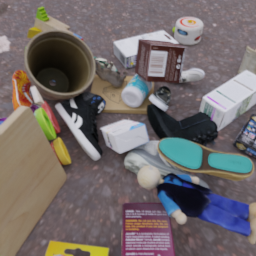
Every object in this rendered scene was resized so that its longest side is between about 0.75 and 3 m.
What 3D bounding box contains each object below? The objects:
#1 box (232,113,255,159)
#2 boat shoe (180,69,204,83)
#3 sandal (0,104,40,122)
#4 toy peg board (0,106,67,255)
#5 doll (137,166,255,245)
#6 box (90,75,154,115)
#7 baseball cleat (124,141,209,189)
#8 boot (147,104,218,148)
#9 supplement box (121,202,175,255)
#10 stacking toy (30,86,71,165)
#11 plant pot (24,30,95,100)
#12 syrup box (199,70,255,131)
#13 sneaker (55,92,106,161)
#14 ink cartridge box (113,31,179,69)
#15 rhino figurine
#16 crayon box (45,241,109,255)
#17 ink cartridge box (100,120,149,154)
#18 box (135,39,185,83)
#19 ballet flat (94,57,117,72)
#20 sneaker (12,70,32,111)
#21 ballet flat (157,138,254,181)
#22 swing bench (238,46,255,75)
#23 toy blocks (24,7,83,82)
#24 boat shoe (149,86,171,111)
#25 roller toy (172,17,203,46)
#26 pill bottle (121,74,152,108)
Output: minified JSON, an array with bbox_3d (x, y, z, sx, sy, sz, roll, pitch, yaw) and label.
[{"bbox_3d":[4.501,0.426,9.225,1.603,0.398,1.591,32,52,18],"label":"box"},{"bbox_3d":[2.295,-2.033,11.308,1.504,0.533,0.525,5,43,30],"label":"boat shoe"},{"bbox_3d":[-4.083,0.034,9.448,1.185,0.716,2.913,17,49,15],"label":"sandal"},{"bbox_3d":[-3.255,1.344,6.955,1.391,2.832,2.844,9,47,24],"label":"toy peg board"},{"bbox_3d":[1.547,1.624,6.553,2.840,0.688,1.938,20,24,11],"label":"doll"},{"bbox_3d":[-0.229,-1.343,11.044,2.490,0.265,2.035,3,47,2],"label":"box"},{"bbox_3d":[1.234,1.096,8.342,2.648,0.923,1.409,21,51,17],"label":"baseball cleat"},{"bbox_3d":[1.855,-0.155,9.587,1.809,0.817,2.207,-18,53,-16],"label":"boot"},{"bbox_3d":[0.402,3.116,6.062,1.112,1.432,2.595,1,45,-2],"label":"supplement box"},{"bbox_3d":[-2.751,0.069,8.632,0.955,2.047,2.262,-25,52,-6],"label":"stacking toy"},{"bbox_3d":[-2.554,-1.932,9.947,2.307,2.002,2.307,6,75,-24],"label":"plant pot"},{"bbox_3d":[3.809,-1.030,10.241,2.529,0.996,1.030,-30,54,-24],"label":"syrup box"},{"bbox_3d":[-1.241,-0.310,9.370,1.579,1.031,2.822,-34,53,-11],"label":"sneaker"},{"bbox_3d":[0.811,-3.643,12.885,2.654,0.668,1.446,-18,48,-17],"label":"ink cartridge box"},{"bbox_3d":[-0.806,-2.108,10.658,1.690,0.505,0.739,24,69,-33],"label":"rhino figurine"},{"bbox_3d":[-1.297,3.800,6.043,1.516,0.606,2.388,6,48,5],"label":"crayon box"},{"bbox_3d":[-0.179,0.228,8.997,1.026,0.605,1.783,-20,13,-17],"label":"ink cartridge box"},{"bbox_3d":[1.042,-2.310,9.616,1.216,1.228,1.480,-1,24,-15],"label":"box"},{"bbox_3d":[-0.878,-2.442,11.137,1.395,0.491,0.470,16,49,-29],"label":"ballet flat"},{"bbox_3d":[-3.897,-1.292,10.045,0.739,0.782,2.026,19,43,-35],"label":"sneaker"},{"bbox_3d":[2.034,0.969,7.714,2.600,0.820,0.892,15,62,10],"label":"ballet flat"},{"bbox_3d":[5.463,-2.785,11.683,1.284,1.277,0.833,-21,51,-18],"label":"swing bench"},{"bbox_3d":[-2.833,-2.994,11.188,1.965,2.874,1.436,28,36,1],"label":"toy blocks"},{"bbox_3d":[1.187,-1.113,9.845,0.705,0.581,2.054,35,16,-3],"label":"boat shoe"},{"bbox_3d":[2.976,-4.781,13.707,1.443,1.008,1.316,-3,47,-3],"label":"roller toy"},{"bbox_3d":[0.398,-1.483,10.423,0.815,0.815,1.471,18,47,16],"label":"pill bottle"}]
